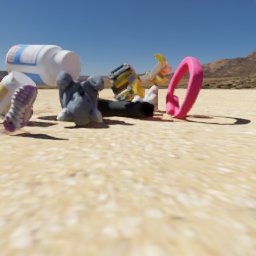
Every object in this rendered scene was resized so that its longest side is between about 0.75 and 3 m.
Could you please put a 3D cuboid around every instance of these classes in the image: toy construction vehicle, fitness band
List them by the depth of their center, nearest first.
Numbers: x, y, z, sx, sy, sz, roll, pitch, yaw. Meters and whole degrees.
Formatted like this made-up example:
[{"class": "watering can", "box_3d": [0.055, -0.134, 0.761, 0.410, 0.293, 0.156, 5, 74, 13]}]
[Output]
[{"class": "fitness band", "box_3d": [1.801, -1.321, 9.059, 0.451, 1.731, 2.410, 22, 32, -9]}, {"class": "toy construction vehicle", "box_3d": [0.412, -1.465, 9.480, 2.318, 0.816, 2.018, -29, -20, 15]}]

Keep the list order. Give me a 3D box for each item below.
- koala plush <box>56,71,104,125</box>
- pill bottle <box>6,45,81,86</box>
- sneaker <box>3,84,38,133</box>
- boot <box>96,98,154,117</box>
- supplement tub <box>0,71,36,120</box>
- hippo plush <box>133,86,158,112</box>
[{"class": "koala plush", "box_3d": [-1.302, -0.605, 7.712, 1.371, 1.421, 1.546, 2, 31, -17]}, {"class": "pill bottle", "box_3d": [-2.764, -2.061, 9.258, 2.331, 1.308, 1.308, 11, 14, 28]}, {"class": "sneaker", "box_3d": [-2.297, -0.437, 6.189, 0.463, 1.152, 0.509, 33, 12, 15]}, {"class": "boot", "box_3d": [-0.344, -0.631, 9.196, 1.974, 0.648, 1.627, 12, 17, 36]}, {"class": "supplement tub", "box_3d": [-3.344, -0.920, 8.076, 0.905, 1.251, 0.905, 40, 16, -14]}, {"class": "hippo plush", "box_3d": [0.686, -1.169, 11.113, 1.002, 0.992, 1.246, 2, 10, 8]}]
